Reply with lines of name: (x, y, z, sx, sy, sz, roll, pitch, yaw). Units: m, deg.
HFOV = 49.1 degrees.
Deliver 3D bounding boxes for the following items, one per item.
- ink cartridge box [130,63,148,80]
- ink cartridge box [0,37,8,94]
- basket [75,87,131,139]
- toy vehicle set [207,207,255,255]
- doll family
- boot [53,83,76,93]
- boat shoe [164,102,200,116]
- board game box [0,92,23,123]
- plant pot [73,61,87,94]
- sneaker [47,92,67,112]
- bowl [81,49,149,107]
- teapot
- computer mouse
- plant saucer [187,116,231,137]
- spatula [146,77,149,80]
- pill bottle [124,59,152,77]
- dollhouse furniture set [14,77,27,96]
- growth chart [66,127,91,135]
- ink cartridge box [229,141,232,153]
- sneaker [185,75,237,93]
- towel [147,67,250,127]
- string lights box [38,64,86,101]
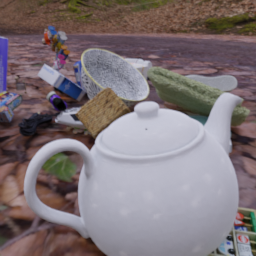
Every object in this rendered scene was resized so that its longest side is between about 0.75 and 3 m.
ink cartridge box: (0.197, -2.557, 13.483, 0.995, 0.978, 1.352, 18, 23, 25)
ink cartridge box: (-5.122, -2.369, 11.069, 0.496, 2.263, 2.284, 0, 8, -34)
basket: (-0.635, -0.339, 7.826, 1.256, 0.896, 0.935, -42, 66, -1)
toy vehicle set: (1.496, 1.815, 4.231, 1.116, 0.238, 1.796, 5, 23, 12)
doll family: (-3.019, -3.289, 12.221, 0.959, 2.128, 1.321, -13, -7, -36)
boot: (-2.737, -1.968, 13.089, 1.260, 0.501, 1.447, -13, 34, -34)
boat shoe: (2.038, -0.802, 10.043, 1.641, 0.589, 0.621, 16, 28, 34)
board game box: (-4.121, -0.638, 9.252, 1.277, 0.394, 1.278, 14, 47, 31)
plant pot: (-1.509, -2.276, 12.135, 1.436, 1.597, 1.597, -14, 14, -19)
sneaker: (-2.041, -0.652, 8.424, 0.525, 0.367, 1.056, 40, -6, 18)
bowl: (-0.702, -1.524, 10.236, 2.709, 1.271, 2.709, 23, 37, -19)
teapot: (0.337, 0.604, 4.454, 2.734, 2.023, 2.770, -1, 23, 23)
computer mouse: (-1.625, -0.226, 8.486, 2.947, 0.646, 1.616, -6, 12, 2)
plant saucer: (1.819, 0.008, 7.993, 2.119, 0.408, 2.119, -6, 18, 2)
spatula: (1.551, -2.469, 14.530, 0.610, 0.222, 2.159, -17, 28, -38)
pill bottle: (0.331, -3.306, 15.515, 1.812, 0.993, 0.993, 10, 25, 24)
dollhouse furniture set: (-4.624, -1.741, 11.999, 0.425, 0.819, 0.363, -3, 23, -8)
growth chart: (-0.892, -0.064, 8.861, 1.842, 0.163, 1.333, 6, 24, 16)
ink cartridge box: (2.232, 0.353, 7.749, 1.118, 0.319, 0.909, -1, 22, 14)
sneaker: (3.086, -1.574, 11.276, 2.329, 0.861, 0.954, 3, -13, 9)
towel: (2.026, -0.835, 8.305, 2.983, 0.544, 2.213, 27, -2, 20)
string lights box: (-2.510, -1.707, 10.802, 0.912, 0.523, 1.775, 34, 1, 27)
